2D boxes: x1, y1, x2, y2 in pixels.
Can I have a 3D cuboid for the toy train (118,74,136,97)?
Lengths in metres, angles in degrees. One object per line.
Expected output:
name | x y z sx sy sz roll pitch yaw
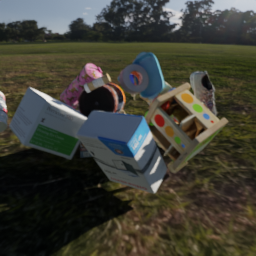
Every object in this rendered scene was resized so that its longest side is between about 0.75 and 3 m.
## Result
toy train | -0.073 -1.792 12.396 0.558 1.319 0.763 2 -10 -45

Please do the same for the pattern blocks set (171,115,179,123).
pattern blocks set | 1.930 -0.365 10.776 1.755 1.997 0.162 35 38 26

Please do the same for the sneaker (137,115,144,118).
sneaker | 0.135 0.502 9.357 0.843 1.863 0.619 -13 -27 39

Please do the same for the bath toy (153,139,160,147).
bath toy | 1.089 0.182 11.298 0.700 0.824 1.895 14 13 -38

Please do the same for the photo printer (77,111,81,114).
photo printer | -1.362 -0.050 10.756 2.283 0.793 1.899 1 23 -47

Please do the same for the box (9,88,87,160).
box | -2.431 -0.134 8.694 1.673 1.440 1.681 26 2 -42

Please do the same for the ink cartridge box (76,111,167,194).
ink cartridge box | -0.092 0.642 7.315 1.580 2.158 0.927 9 52 34

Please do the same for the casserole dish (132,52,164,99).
casserole dish | 0.793 -1.961 10.579 1.101 1.818 0.353 -21 -10 37

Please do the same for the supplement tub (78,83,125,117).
supplement tub | -0.868 -0.988 10.303 1.359 1.359 2.541 3 10 7

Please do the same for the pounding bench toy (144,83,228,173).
pounding bench toy | 1.311 0.127 8.270 1.427 2.298 1.792 -29 68 -35

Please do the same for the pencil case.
pencil case | -1.802 -1.565 10.747 0.818 1.977 0.855 30 39 -26

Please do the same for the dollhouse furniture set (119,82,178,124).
dollhouse furniture set | 0.829 -0.703 10.375 1.389 2.135 1.961 25 23 -38

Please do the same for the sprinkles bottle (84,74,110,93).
sprinkles bottle | -0.974 -1.404 8.813 0.832 0.284 0.284 -25 19 7

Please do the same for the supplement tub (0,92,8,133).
supplement tub | -4.654 -0.559 9.553 0.935 0.935 1.332 -9 61 -24

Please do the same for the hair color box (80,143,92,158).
hair color box | -1.540 0.787 10.219 0.416 0.255 0.841 -3 20 -10

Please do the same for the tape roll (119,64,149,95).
tape roll | 0.219 -1.806 10.464 1.083 1.083 0.358 -11 -6 -28

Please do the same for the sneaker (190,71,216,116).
sneaker | 3.013 -1.265 10.924 0.737 1.973 0.809 -25 7 -20
